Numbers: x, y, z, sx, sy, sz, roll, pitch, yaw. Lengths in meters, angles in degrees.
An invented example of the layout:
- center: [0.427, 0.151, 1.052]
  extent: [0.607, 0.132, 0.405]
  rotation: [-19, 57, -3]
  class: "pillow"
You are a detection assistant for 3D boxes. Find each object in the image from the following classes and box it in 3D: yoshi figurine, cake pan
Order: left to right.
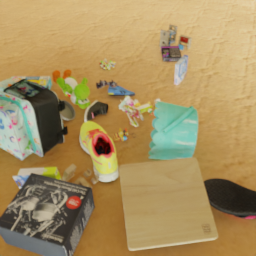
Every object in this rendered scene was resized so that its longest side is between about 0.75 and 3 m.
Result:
- center: [-2.457, -0.675, 10.937]
  extent: [0.163, 0.889, 0.889]
  rotation: [-32, 31, 31]
  class: "cake pan"
- center: [-2.176, -1.700, 11.366]
  extent: [1.155, 1.151, 2.056]
  rotation: [-42, 67, -1]
  class: "yoshi figurine"

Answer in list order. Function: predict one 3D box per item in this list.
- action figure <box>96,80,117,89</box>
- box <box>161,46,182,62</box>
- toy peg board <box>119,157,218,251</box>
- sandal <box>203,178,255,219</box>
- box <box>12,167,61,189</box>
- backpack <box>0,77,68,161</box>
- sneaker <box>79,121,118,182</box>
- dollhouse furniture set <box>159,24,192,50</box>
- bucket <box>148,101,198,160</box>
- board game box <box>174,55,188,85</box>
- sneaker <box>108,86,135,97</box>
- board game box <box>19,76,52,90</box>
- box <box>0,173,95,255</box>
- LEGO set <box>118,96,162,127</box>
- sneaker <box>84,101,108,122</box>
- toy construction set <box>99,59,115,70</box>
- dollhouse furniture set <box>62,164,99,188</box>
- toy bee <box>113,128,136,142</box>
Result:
- center: [-0.910, -1.966, 12.417]
  extent: [0.678, 0.361, 1.042]
  rotation: [-2, 10, 44]
  class: "action figure"
- center: [2.273, -3.947, 14.896]
  extent: [0.982, 0.248, 1.373]
  rotation: [0, 41, 1]
  class: "box"
- center: [0.971, 2.138, 7.747]
  extent: [2.228, 1.090, 2.218]
  rotation: [-6, 58, -4]
  class: "toy peg board"
- center: [3.295, 2.157, 7.922]
  extent: [2.669, 0.601, 1.002]
  rotation: [14, 52, 0]
  class: "sandal"
- center: [-2.671, 1.540, 8.344]
  extent: [1.263, 0.770, 0.301]
  rotation: [-3, 42, 5]
  class: "box"
- center: [-3.635, -0.389, 9.364]
  extent: [2.712, 2.408, 2.042]
  rotation: [27, 44, 33]
  class: "backpack"
- center: [-0.944, 0.476, 9.271]
  extent: [1.016, 1.174, 2.599]
  rotation: [-16, 44, -19]
  class: "sneaker"
- center: [2.617, -4.904, 15.378]
  extent: [1.443, 1.011, 1.017]
  rotation: [26, 48, 26]
  class: "dollhouse furniture set"
- center: [1.437, 0.129, 9.170]
  extent: [1.327, 2.040, 2.040]
  rotation: [7, 42, 2]
  class: "bucket"
- center: [2.434, -2.663, 12.871]
  extent: [0.224, 1.033, 1.028]
  rotation: [20, 46, 25]
  class: "board game box"
- center: [-0.283, -1.596, 12.006]
  extent: [1.209, 0.398, 0.474]
  rotation: [6, 85, 12]
  class: "sneaker"
- center: [-4.228, -1.488, 11.992]
  extent: [1.513, 0.470, 2.004]
  rotation: [-1, 42, -1]
  class: "board game box"
- center: [-2.078, 2.308, 7.384]
  extent: [1.879, 0.978, 1.711]
  rotation: [11, 44, 12]
  class: "box"
- center: [0.525, -0.576, 10.754]
  extent: [2.218, 1.020, 0.826]
  rotation: [0, 55, -46]
  class: "LEGO set"
- center: [-1.210, -0.642, 11.041]
  extent: [0.658, 0.469, 1.327]
  rotation: [10, 39, 18]
  class: "sneaker"
- center: [-1.077, -3.195, 13.929]
  extent: [0.594, 0.417, 0.905]
  rotation: [-44, 46, -9]
  class: "toy construction set"
- center: [-1.539, 1.648, 8.601]
  extent: [0.926, 0.602, 0.850]
  rotation: [40, 53, 10]
  class: "dollhouse furniture set"
- center: [-0.167, 0.193, 10.083]
  extent: [0.832, 0.452, 0.544]
  rotation: [-30, 52, -19]
  class: "toy bee"
